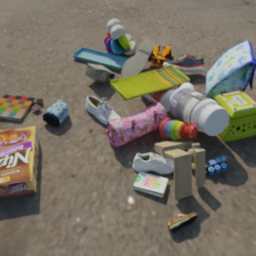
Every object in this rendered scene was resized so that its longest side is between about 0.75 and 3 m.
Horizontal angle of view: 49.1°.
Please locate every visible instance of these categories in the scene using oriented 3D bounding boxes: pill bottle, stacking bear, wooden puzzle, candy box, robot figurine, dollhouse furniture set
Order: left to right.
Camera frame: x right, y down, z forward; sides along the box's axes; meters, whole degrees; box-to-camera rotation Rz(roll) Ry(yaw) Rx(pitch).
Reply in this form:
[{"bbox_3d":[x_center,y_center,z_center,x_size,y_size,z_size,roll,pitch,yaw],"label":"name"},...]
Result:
[{"bbox_3d":[-4.679,-0.829,11.378,2.312,0.162,1.371,7,43,8],"label":"wooden puzzle"},{"bbox_3d":[-3.669,1.033,9.000,1.403,0.679,2.405,-7,45,-9],"label":"candy box"},{"bbox_3d":[1.184,-1.533,11.514,1.009,1.009,1.799,-25,49,-24],"label":"pill bottle"},{"bbox_3d":[1.617,-3.617,14.118,1.323,0.531,1.824,9,43,9],"label":"robot figurine"},{"bbox_3d":[1.770,0.092,9.583,1.240,0.753,0.705,8,7,35],"label":"stacking bear"},{"bbox_3d":[1.675,1.231,8.999,1.530,1.311,1.609,-9,13,-24],"label":"dollhouse furniture set"},{"bbox_3d":[2.479,-0.595,10.005,1.199,1.199,2.108,-18,31,-19],"label":"pill bottle"}]

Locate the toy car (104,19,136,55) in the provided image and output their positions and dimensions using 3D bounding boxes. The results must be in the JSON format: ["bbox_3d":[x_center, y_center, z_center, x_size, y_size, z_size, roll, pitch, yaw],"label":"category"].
[{"bbox_3d":[-0.588,-4.533,14.589,1.424,1.662,1.899,-35,44,13],"label":"toy car"}]

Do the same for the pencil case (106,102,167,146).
[{"bbox_3d":[0.329,-0.159,10.098,2.282,0.945,0.987,-23,70,-23],"label":"pencil case"}]

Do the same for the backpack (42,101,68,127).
[{"bbox_3d":[-2.710,-0.581,10.800,0.781,0.736,0.958,23,34,21],"label":"backpack"}]

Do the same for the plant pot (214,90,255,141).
[{"bbox_3d":[3.894,-0.517,10.231,1.397,1.274,1.404,-12,43,-12],"label":"plant pot"}]

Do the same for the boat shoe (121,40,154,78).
[{"bbox_3d":[0.501,-3.096,13.326,0.863,0.745,2.377,30,73,12],"label":"boat shoe"}]

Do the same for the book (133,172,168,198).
[{"bbox_3d":[0.700,1.723,8.613,0.932,0.224,0.622,12,43,17],"label":"book"}]

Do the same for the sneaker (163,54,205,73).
[{"bbox_3d":[2.610,-3.049,13.123,1.995,0.769,0.817,2,85,-9],"label":"sneaker"}]

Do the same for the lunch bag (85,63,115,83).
[{"bbox_3d":[-1.238,-2.457,12.646,1.099,0.646,0.901,-2,28,-40],"label":"lunch bag"}]

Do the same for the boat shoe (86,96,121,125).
[{"bbox_3d":[-0.962,-0.777,10.834,0.677,0.781,1.833,-29,50,-34],"label":"boat shoe"}]

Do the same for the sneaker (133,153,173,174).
[{"bbox_3d":[0.905,1.116,8.973,1.496,0.600,0.526,0,41,-2],"label":"sneaker"}]

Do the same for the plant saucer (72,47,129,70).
[{"bbox_3d":[-1.399,-3.509,14.209,2.869,0.272,1.003,19,46,19],"label":"plant saucer"}]

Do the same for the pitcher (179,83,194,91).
[{"bbox_3d":[2.535,-1.291,11.580,0.937,0.662,1.092,13,54,0],"label":"pitcher"}]

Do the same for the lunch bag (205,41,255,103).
[{"bbox_3d":[4.231,-2.208,11.264,1.414,2.220,1.887,24,43,-7],"label":"lunch bag"}]

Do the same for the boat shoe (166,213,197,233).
[{"bbox_3d":[1.459,2.509,7.656,0.902,0.341,0.333,-18,43,-20],"label":"boat shoe"}]

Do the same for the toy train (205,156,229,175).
[{"bbox_3d":[2.807,1.197,8.966,0.779,0.338,0.445,-18,54,4],"label":"toy train"}]

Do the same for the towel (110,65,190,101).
[{"bbox_3d":[0.875,-1.799,10.815,2.982,0.269,1.283,-19,45,-25],"label":"towel"}]
